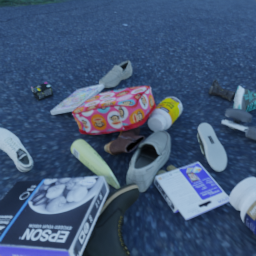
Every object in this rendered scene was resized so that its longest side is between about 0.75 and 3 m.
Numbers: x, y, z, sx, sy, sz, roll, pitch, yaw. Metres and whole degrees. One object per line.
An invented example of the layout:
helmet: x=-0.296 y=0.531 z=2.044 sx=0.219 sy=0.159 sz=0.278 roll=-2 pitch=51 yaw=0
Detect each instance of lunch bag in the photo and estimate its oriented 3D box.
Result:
lunch bag: x=-0.433 y=-0.762 z=10.184 sx=2.682 sy=1.099 sz=2.362 roll=-6 pitch=26 yaw=28

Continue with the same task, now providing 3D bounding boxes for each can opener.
can opener: x=4.462 y=-0.028 z=9.708 sx=0.679 sy=0.852 sz=2.547 roll=-5 pitch=21 yaw=-43

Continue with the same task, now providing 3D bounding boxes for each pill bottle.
pill bottle: x=3.398 y=2.127 z=6.523 sx=1.146 sy=1.146 sz=1.980 roll=-15 pitch=36 yaw=-21
pill bottle: x=1.369 y=-0.487 z=10.540 sx=0.872 sy=0.872 sz=1.595 roll=18 pitch=38 yaw=24

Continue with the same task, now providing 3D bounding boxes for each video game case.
video game case: x=-2.093 y=-1.210 z=11.734 sx=1.499 sy=0.189 sz=2.093 roll=-7 pitch=28 yaw=30

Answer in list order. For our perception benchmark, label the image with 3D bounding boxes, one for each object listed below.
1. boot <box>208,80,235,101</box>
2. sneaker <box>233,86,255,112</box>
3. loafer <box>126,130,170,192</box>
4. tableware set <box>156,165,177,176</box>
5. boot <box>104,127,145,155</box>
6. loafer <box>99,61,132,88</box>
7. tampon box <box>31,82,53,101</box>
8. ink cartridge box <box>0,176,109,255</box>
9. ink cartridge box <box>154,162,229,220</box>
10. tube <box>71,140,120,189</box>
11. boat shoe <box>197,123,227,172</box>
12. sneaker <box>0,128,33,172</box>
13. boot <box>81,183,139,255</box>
boot: x=4.304 y=-1.675 z=12.735 sx=1.124 sy=0.447 sz=1.292 roll=20 pitch=43 yaw=16
sneaker: x=4.862 y=-1.023 z=11.414 sx=1.002 sy=0.852 sz=2.197 roll=16 pitch=39 yaw=15
loafer: x=0.722 y=0.797 z=8.613 sx=0.938 sy=0.936 sz=2.684 roll=13 pitch=37 yaw=17
tableware set: x=1.325 y=1.409 z=8.482 sx=0.843 sy=0.098 sz=0.704 roll=-27 pitch=41 yaw=-32
boot: x=0.128 y=0.380 z=9.069 sx=1.638 sy=0.593 sz=1.363 roll=-34 pitch=16 yaw=-33
loafer: x=-0.612 y=-2.639 z=13.704 sx=0.819 sy=0.817 sz=2.342 roll=19 pitch=39 yaw=25
tampon box: x=-3.820 y=-1.628 z=12.486 sx=0.752 sy=0.475 sz=0.564 roll=-28 pitch=42 yaw=-26
ink cartridge box: x=-2.108 y=2.246 z=6.186 sx=2.763 sy=0.605 sz=2.789 roll=-7 pitch=32 yaw=22
ink cartridge box: x=1.745 y=1.746 z=7.718 sx=1.527 sy=0.334 sz=1.541 roll=-14 pitch=42 yaw=-21
tube: x=-0.957 y=1.081 z=8.432 sx=0.652 sy=0.583 sz=2.246 roll=7 pitch=19 yaw=-42
boat shoe: x=2.683 y=0.674 z=9.072 sx=0.605 sy=0.545 sz=1.712 roll=-8 pitch=58 yaw=-5
sneaker: x=-3.414 y=0.607 z=8.439 sx=0.603 sy=0.635 sz=1.578 roll=-42 pitch=94 yaw=-27
boot: x=-0.184 y=2.408 z=6.556 sx=2.133 sy=0.826 sz=1.475 roll=-37 pitch=52 yaw=-24
